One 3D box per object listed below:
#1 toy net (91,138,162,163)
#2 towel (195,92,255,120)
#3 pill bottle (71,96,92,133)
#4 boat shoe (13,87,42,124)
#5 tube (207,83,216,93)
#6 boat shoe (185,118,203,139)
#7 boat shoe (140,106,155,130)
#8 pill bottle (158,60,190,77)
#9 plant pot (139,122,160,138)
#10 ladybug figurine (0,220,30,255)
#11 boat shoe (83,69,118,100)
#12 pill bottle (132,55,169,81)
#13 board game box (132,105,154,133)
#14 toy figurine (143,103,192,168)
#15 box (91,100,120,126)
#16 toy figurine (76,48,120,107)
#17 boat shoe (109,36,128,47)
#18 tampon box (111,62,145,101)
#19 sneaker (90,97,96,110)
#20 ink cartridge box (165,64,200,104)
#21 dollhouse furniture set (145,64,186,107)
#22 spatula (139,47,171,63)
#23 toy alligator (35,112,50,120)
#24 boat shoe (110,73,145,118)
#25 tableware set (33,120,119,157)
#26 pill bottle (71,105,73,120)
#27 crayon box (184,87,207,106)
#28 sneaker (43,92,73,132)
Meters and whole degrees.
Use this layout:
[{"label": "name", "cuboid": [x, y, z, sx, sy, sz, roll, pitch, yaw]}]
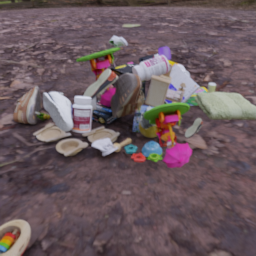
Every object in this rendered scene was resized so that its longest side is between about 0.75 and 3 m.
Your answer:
[{"label": "toy net", "cuboid": [-0.062, 0.860, 9.630, 2.451, 0.473, 1.286, 2, 33, 6]}, {"label": "towel", "cuboid": [2.868, -0.711, 8.367, 1.485, 0.365, 2.002, 0, 24, 1]}, {"label": "pill bottle", "cuboid": [-1.414, -0.413, 8.580, 0.601, 1.052, 0.601, 5, 11, -1]}, {"label": "boat shoe", "cuboid": [-4.445, -1.072, 12.385, 0.990, 1.044, 2.757, -5, 29, -6]}, {"label": "tube", "cuboid": [3.714, -1.412, 12.679, 0.365, 1.258, 0.327, -11, 35, -17]}, {"label": "boat shoe", "cuboid": [2.314, 0.057, 9.774, 0.313, 0.275, 0.879, 22, 64, 42]}, {"label": "boat shoe", "cuboid": [0.654, -0.329, 9.558, 0.557, 0.618, 1.749, -29, 4, 10]}, {"label": "pill bottle", "cuboid": [2.270, -3.005, 15.434, 1.266, 1.266, 2.317, -18, 34, -28]}, {"label": "plant pot", "cuboid": [0.882, -0.176, 10.657, 0.947, 0.672, 0.947, 0, 70, 0]}, {"label": "ladybug figurine", "cuboid": [-2.752, 2.711, 6.343, 0.916, 0.485, 1.349, 9, 31, 16]}, {"label": "boat shoe", "cuboid": [-1.055, -1.470, 10.386, 0.494, 1.580, 0.562, 34, 16, -42]}, {"label": "pill bottle", "cuboid": [0.806, -2.103, 10.034, 1.193, 0.676, 0.676, -23, 35, -13]}, {"label": "board game box", "cuboid": [1.086, -0.378, 11.656, 1.651, 0.510, 1.652, 3, 30, 6]}, {"label": "toy figurine", "cuboid": [0.979, 0.294, 6.609, 1.098, 1.463, 1.346, -7, 75, -9]}, {"label": "box", "cuboid": [-1.157, -0.694, 12.348, 1.558, 0.358, 1.239, 20, 36, 31]}, {"label": "toy figurine", "cuboid": [-1.034, -2.092, 12.299, 1.899, 2.328, 2.529, -18, 14, -10]}, {"label": "boat shoe", "cuboid": [-0.414, -3.507, 11.584, 0.364, 0.409, 1.113, -45, 36, -7]}, {"label": "tampon box", "cuboid": [0.014, -2.056, 13.325, 1.298, 1.732, 1.093, -22, 37, -33]}, {"label": "sneaker", "cuboid": [-1.577, -1.241, 11.182, 0.593, 1.026, 0.378, 0, 4, -2]}, {"label": "ink cartridge box", "cuboid": [2.094, -1.780, 12.341, 1.499, 1.485, 0.325, 50, 18, 16]}, {"label": "dollhouse furniture set", "cuboid": [1.578, -1.616, 10.498, 1.203, 1.028, 2.321, 19, 32, 9]}, {"label": "spatula", "cuboid": [1.314, -3.508, 13.728, 0.248, 0.683, 2.415, 6, 23, 41]}, {"label": "toy alligator", "cuboid": [-3.633, -0.474, 11.687, 0.391, 0.283, 1.180, 17, 0, 8]}, {"label": "boat shoe", "cuboid": [0.081, -1.221, 10.633, 1.050, 1.108, 2.926, -5, -13, -16]}, {"label": "tableware set", "cuboid": [-2.004, 0.217, 10.799, 2.461, 0.342, 2.946, -26, 40, -37]}, {"label": "pill bottle", "cuboid": [-2.543, -0.742, 11.003, 1.240, 0.689, 0.689, 40, 29, -13]}, {"label": "crayon box", "cuboid": [3.056, -1.516, 13.611, 1.764, 0.514, 1.048, -4, 30, -7]}, {"label": "sneaker", "cuboid": [-1.985, -0.565, 8.452, 0.698, 0.662, 1.733, -11, 46, -34]}]
